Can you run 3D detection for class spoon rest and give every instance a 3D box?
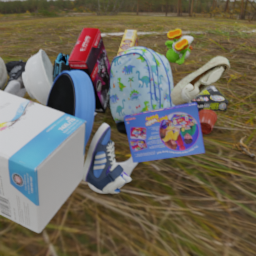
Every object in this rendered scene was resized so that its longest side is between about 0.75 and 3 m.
[{"bbox_3d":[-0.275,1.342,9.810,1.306,0.797,2.628,23,50,37],"label":"spoon rest"}]

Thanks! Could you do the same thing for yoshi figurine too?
[{"bbox_3d":[1.767,-2.848,10.331,1.016,1.020,1.814,20,-1,17],"label":"yoshi figurine"}]

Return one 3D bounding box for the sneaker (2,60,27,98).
[{"bbox_3d":[-4.098,-1.692,10.000,1.096,0.727,1.927,23,62,20],"label":"sneaker"}]

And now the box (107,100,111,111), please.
[{"bbox_3d":[0.041,-1.460,13.768,2.285,0.706,2.861,-18,54,-33],"label":"box"}]

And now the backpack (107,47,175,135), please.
[{"bbox_3d":[0.414,-1.118,8.541,2.130,2.611,2.007,3,-11,44],"label":"backpack"}]

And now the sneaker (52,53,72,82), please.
[{"bbox_3d":[-2.203,-2.376,10.330,0.774,0.866,2.115,6,34,0],"label":"sneaker"}]

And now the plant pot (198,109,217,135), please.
[{"bbox_3d":[3.421,-0.216,12.373,0.897,0.897,0.872,10,39,18],"label":"plant pot"}]

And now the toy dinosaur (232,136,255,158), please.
[{"bbox_3d":[4.554,0.759,11.141,0.754,0.429,1.419,19,31,-16],"label":"toy dinosaur"}]

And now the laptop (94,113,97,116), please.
[{"bbox_3d":[-2.396,-0.854,13.480,1.301,0.806,1.390,12,31,19],"label":"laptop"}]

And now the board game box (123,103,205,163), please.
[{"bbox_3d":[0.911,0.136,7.122,1.833,1.232,0.410,-9,10,12],"label":"board game box"}]

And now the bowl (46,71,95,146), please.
[{"bbox_3d":[-1.324,-0.287,5.954,0.376,1.916,1.916,7,22,-35],"label":"bowl"}]

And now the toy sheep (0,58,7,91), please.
[{"bbox_3d":[-5.033,-1.814,9.445,1.874,1.874,2.718,-8,-7,-14],"label":"toy sheep"}]

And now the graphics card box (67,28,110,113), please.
[{"bbox_3d":[-1.319,-2.139,10.959,0.739,2.904,1.822,5,56,14],"label":"graphics card box"}]

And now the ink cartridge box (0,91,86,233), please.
[{"bbox_3d":[-1.951,0.466,4.828,1.969,1.445,1.438,20,36,13],"label":"ink cartridge box"}]

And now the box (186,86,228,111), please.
[{"bbox_3d":[4.048,-1.643,15.166,1.900,0.525,2.372,-1,29,-2],"label":"box"}]

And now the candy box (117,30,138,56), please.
[{"bbox_3d":[-0.008,-2.866,11.035,0.511,1.056,1.811,5,55,11],"label":"candy box"}]

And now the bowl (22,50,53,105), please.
[{"bbox_3d":[-2.898,-1.517,9.284,0.866,1.927,1.927,-18,31,-3],"label":"bowl"}]

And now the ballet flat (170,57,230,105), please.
[{"bbox_3d":[1.513,-0.970,6.036,0.502,1.487,0.464,39,22,-24],"label":"ballet flat"}]

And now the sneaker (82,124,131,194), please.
[{"bbox_3d":[-0.390,0.847,7.030,1.226,1.674,0.674,23,15,7],"label":"sneaker"}]
